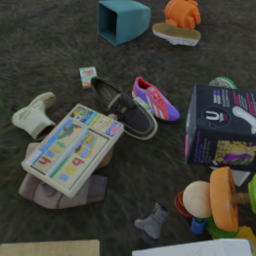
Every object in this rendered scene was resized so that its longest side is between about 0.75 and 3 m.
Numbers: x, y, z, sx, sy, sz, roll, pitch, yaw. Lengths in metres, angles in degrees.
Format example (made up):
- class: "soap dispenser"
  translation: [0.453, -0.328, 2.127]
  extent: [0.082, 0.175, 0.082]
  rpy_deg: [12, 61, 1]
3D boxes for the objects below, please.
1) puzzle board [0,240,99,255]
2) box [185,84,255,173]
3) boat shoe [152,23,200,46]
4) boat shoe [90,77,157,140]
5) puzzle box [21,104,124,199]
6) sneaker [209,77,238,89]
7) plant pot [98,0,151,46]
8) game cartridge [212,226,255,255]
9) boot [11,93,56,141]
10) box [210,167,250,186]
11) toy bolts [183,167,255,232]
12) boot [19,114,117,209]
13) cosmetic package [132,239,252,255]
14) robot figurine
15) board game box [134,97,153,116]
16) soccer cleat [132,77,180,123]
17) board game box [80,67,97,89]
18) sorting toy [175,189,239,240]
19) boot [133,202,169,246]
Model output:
- class: "puzzle board"
  translation: [-1.374, 3.015, 4.390]
  extent: [1.808, 0.209, 2.399]
  rpy_deg: [-1, 46, -4]
- class: "box"
  translation: [2.709, 0.060, 6.626]
  extent: [2.529, 1.341, 1.546]
  rpy_deg: [8, 48, 5]
- class: "boat shoe"
  translation: [1.978, -3.847, 11.870]
  extent: [2.021, 0.700, 0.716]
  rpy_deg: [15, 64, 1]
- class: "boat shoe"
  translation: [-0.277, -0.628, 8.443]
  extent: [2.690, 0.872, 0.985]
  rpy_deg: [39, 93, 28]
- class: "puzzle box"
  translation: [-1.275, 0.453, 6.770]
  extent: [1.455, 0.278, 2.187]
  rpy_deg: [25, 57, 19]
- class: "sneaker"
  translation: [3.164, -0.939, 9.068]
  extent: [0.861, 0.788, 2.020]
  rpy_deg: [-20, 44, -5]
- class: "plant pot"
  translation: [-0.098, -4.782, 12.320]
  extent: [2.033, 1.437, 1.436]
  rpy_deg: [-26, 52, -28]
- class: "game cartridge"
  translation: [2.424, 2.692, 6.063]
  extent: [0.919, 0.169, 1.042]
  rpy_deg: [-8, 48, -7]
- class: "boot"
  translation: [-2.603, -0.362, 8.679]
  extent: [1.229, 0.573, 1.590]
  rpy_deg: [31, 56, 25]
- class: "box"
  translation: [2.971, 0.625, 7.586]
  extent: [1.111, 0.776, 1.459]
  rpy_deg: [34, 55, 28]
- class: "toy bolts"
  translation: [2.267, 2.314, 5.560]
  extent: [1.877, 2.585, 2.707]
  rpy_deg: [-11, 60, 26]
- class: "boot"
  translation: [-1.490, 0.680, 7.279]
  extent: [2.121, 1.019, 2.901]
  rpy_deg: [8, 52, 0]
- class: "cosmetic package"
  translation: [1.018, 2.544, 4.724]
  extent: [0.776, 2.095, 1.065]
  rpy_deg: [17, 57, -34]
- class: "robot figurine"
  translation: [2.493, -5.295, 12.987]
  extent: [1.102, 1.359, 1.890]
  rpy_deg: [-5, 39, -44]
- class: "board game box"
  translation: [0.404, -0.566, 8.967]
  extent: [0.406, 0.414, 0.789]
  rpy_deg: [-27, 52, -23]
- class: "soccer cleat"
  translation: [0.873, -0.907, 9.054]
  extent: [0.682, 0.732, 1.999]
  rpy_deg: [-28, 53, -28]
- class: "board game box"
  translation: [-1.462, -1.909, 10.427]
  extent: [0.574, 0.180, 1.201]
  rpy_deg: [-9, 44, -10]
- class: "sorting toy"
  translation: [1.767, 1.884, 6.365]
  extent: [1.559, 0.640, 0.937]
  rpy_deg: [25, 44, 28]
- class: "boot"
  translation: [0.517, 1.916, 5.879]
  extent: [0.412, 1.181, 0.777]
  rpy_deg: [28, 81, -13]
